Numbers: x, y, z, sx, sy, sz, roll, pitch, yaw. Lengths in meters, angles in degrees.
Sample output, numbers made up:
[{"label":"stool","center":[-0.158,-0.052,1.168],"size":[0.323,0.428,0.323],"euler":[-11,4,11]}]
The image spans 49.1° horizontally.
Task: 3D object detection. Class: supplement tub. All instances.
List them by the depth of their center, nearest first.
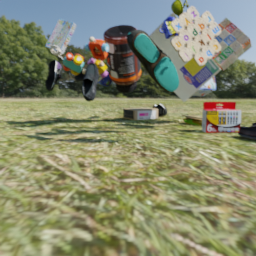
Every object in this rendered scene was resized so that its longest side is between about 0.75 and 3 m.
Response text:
[{"label":"supplement tub","center":[-0.208,-3.068,12.902],"size":[1.552,2.902,1.552],"euler":[-4,40,3]}]

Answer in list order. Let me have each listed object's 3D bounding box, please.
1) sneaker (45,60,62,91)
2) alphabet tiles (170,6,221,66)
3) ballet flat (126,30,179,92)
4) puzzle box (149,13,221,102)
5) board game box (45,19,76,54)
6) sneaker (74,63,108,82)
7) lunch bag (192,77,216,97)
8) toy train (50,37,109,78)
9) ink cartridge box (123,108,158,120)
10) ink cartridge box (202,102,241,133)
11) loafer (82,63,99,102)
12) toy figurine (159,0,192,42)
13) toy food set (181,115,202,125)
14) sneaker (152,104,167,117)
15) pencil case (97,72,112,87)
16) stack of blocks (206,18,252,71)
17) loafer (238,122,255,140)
[{"label":"sneaker","center":[-3.307,-2.318,12.837],"size":[0.562,1.485,0.650],"euler":[-3,-19,32]},{"label":"alphabet tiles","center":[1.802,-2.418,7.429],"size":[1.430,1.398,0.104],"euler":[-42,11,-12]},{"label":"ballet flat","center":[0.841,-2.289,9.431],"size":[2.651,0.901,0.907],"euler":[46,-2,-38]},{"label":"puzzle box","center":[1.884,-2.552,10.539],"size":[1.884,2.832,0.360],"euler":[-42,18,15]},{"label":"board game box","center":[-3.046,-4.148,12.661],"size":[0.966,1.437,0.246],"euler":[26,1,26]},{"label":"sneaker","center":[-1.648,-2.342,12.911],"size":[1.636,0.724,0.606],"euler":[-23,51,-18]},{"label":"lunch bag","center":[3.010,-2.776,13.116],"size":[2.084,2.601,0.983],"euler":[-3,-15,-37]},{"label":"toy train","center":[-1.770,-3.038,11.619],"size":[2.703,0.752,2.031],"euler":[7,-34,26]},{"label":"ink cartridge box","center":[0.674,-0.790,15.458],"size":[1.550,0.582,1.277],"euler":[-4,10,-28]},{"label":"ink cartridge box","center":[3.483,-0.403,10.501],"size":[1.298,1.139,0.544],"euler":[-1,8,-1]},{"label":"loafer","center":[-1.162,-1.438,8.518],"size":[0.435,1.280,0.449],"euler":[-2,-20,16]},{"label":"toy figurine","center":[1.434,-3.330,8.863],"size":[0.998,1.666,0.879],"euler":[-17,-6,-8]},{"label":"toy food set","center":[3.289,-0.318,13.104],"size":[1.396,0.406,2.022],"euler":[12,6,25]},{"label":"sneaker","center":[2.069,-1.079,17.187],"size":[0.799,0.745,2.015],"euler":[3,7,-11]},{"label":"pencil case","center":[-1.393,-2.600,14.411],"size":[0.684,0.761,1.752],"euler":[-31,26,-15]},{"label":"stack of blocks","center":[3.428,-2.958,11.145],"size":[2.408,1.386,0.705],"euler":[-41,-28,16]},{"label":"loafer","center":[4.545,0.046,8.597],"size":[0.860,0.754,2.393],"euler":[-5,9,-34]}]
